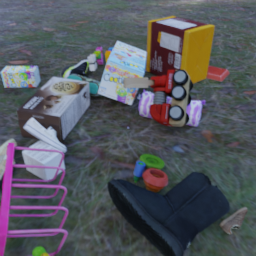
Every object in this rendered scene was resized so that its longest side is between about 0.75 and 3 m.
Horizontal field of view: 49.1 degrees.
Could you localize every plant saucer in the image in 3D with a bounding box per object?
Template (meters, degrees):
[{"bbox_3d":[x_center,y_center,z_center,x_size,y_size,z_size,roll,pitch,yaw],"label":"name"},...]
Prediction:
[{"bbox_3d":[4.051,-2.611,13.219,1.177,0.216,1.179,21,40,28],"label":"plant saucer"}]

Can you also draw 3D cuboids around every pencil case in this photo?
[{"bbox_3d":[1.432,-0.678,9.641,2.209,0.927,0.944,14,65,13],"label":"pencil case"}]

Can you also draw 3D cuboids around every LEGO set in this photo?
[{"bbox_3d":[-1.108,-3.069,13.207,1.012,1.089,2.654,-3,25,6],"label":"LEGO set"}]

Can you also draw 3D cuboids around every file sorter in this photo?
[{"bbox_3d":[-1.927,1.494,5.673,1.201,1.331,1.915,7,45,-24],"label":"file sorter"}]

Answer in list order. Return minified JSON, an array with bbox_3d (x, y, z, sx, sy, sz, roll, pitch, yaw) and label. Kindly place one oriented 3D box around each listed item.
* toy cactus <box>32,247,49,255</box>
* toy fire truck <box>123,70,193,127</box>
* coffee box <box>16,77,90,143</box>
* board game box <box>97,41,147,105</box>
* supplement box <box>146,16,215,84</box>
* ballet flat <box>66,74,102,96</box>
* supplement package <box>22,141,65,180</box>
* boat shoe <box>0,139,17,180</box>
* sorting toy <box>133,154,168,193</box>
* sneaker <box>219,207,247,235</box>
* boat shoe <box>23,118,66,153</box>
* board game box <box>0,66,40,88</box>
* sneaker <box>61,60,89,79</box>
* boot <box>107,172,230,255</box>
[{"bbox_3d":[-1.129,2.823,4.786,1.424,0.883,1.726,3,23,-32],"label":"toy cactus"},{"bbox_3d":[0.908,-0.991,8.848,1.941,1.708,1.249,4,-8,26],"label":"toy fire truck"},{"bbox_3d":[-2.439,-0.706,9.617,1.454,1.026,2.572,10,35,10],"label":"coffee box"},{"bbox_3d":[-0.167,-2.196,10.860,1.367,1.343,2.607,19,31,-5],"label":"board game box"},{"bbox_3d":[2.204,-3.460,12.514,1.603,2.381,2.414,-24,41,-31],"label":"supplement box"},{"bbox_3d":[-1.684,-1.723,11.535,2.088,0.775,0.775,26,42,36],"label":"ballet flat"},{"bbox_3d":[-2.283,0.892,7.595,0.861,0.653,0.648,21,40,28],"label":"supplement package"},{"bbox_3d":[-3.408,1.008,7.542,0.618,0.686,1.903,34,26,-14],"label":"boat shoe"},{"bbox_3d":[0.544,1.228,7.324,0.823,0.562,1.369,13,21,-8],"label":"sorting toy"},{"bbox_3d":[2.410,2.083,6.239,0.830,0.292,0.313,-22,58,-24],"label":"sneaker"},{"bbox_3d":[-2.248,0.197,7.892,1.337,0.474,0.467,36,71,-13],"label":"boat shoe"},{"bbox_3d":[-4.650,-2.219,12.168,1.388,0.728,0.715,-1,34,0],"label":"board game box"},{"bbox_3d":[-2.197,-2.496,12.851,0.807,0.699,1.949,40,47,12],"label":"sneaker"},{"bbox_3d":[0.895,1.583,6.343,1.899,0.863,2.260,-30,51,-32],"label":"boot"}]
